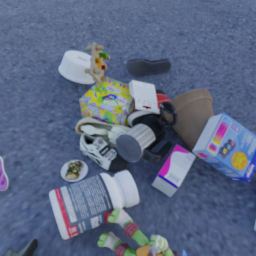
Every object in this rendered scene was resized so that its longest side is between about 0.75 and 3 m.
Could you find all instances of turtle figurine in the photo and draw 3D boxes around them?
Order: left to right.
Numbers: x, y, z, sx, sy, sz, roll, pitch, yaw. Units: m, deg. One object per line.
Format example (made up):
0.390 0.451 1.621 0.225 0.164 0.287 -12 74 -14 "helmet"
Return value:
0.158 3.417 7.312 2.489 1.847 2.567 29 43 34 "turtle figurine"

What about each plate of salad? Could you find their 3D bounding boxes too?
-1.987 1.540 10.280 0.986 0.237 0.986 -1 44 1 "plate of salad"

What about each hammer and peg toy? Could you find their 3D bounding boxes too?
-1.136 -2.449 11.358 0.652 1.850 1.361 2 81 13 "hammer and peg toy"

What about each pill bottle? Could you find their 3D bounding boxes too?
-1.018 2.264 8.702 2.510 1.501 1.501 -18 48 -16 "pill bottle"

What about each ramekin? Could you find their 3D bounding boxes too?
-2.369 -3.014 13.759 1.904 0.928 1.904 17 30 -11 "ramekin"

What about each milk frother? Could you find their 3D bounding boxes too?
0.714 0.099 9.801 1.663 1.843 1.733 17 32 30 "milk frother"

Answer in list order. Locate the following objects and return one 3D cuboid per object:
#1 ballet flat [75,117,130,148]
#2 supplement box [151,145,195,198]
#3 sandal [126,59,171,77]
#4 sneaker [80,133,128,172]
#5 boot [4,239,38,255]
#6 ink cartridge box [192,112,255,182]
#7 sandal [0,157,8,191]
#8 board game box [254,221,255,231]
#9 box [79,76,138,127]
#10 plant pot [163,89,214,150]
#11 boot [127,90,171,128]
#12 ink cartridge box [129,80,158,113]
-0.827 0.239 10.979 2.729 0.948 0.948 14 47 15 "ballet flat"
1.604 1.492 9.832 0.802 0.819 1.585 33 54 10 "supplement box"
1.015 -3.173 14.506 2.435 0.926 0.521 -4 40 -18 "sandal"
-0.981 0.881 10.462 2.152 0.952 0.797 25 49 21 "sneaker"
-3.201 3.631 8.153 0.709 0.368 1.086 8 37 19 "boot"
3.672 0.792 9.781 2.341 0.894 1.597 34 75 -10 "ink cartridge box"
-4.496 1.589 9.637 0.503 0.304 1.235 -13 92 -3 "sandal"
5.214 2.514 8.996 1.719 0.749 2.330 20 50 18 "board game box"
-0.714 -0.997 12.082 1.971 1.202 1.898 23 50 20 "box"
2.620 -0.201 11.006 2.106 2.106 1.836 -17 66 -16 "plant pot"
0.807 -0.921 12.274 2.489 0.901 1.796 -16 47 -25 "boot"
0.635 -1.236 11.513 1.095 0.323 1.367 8 62 -27 "ink cartridge box"
